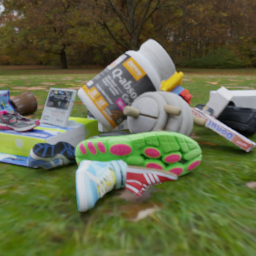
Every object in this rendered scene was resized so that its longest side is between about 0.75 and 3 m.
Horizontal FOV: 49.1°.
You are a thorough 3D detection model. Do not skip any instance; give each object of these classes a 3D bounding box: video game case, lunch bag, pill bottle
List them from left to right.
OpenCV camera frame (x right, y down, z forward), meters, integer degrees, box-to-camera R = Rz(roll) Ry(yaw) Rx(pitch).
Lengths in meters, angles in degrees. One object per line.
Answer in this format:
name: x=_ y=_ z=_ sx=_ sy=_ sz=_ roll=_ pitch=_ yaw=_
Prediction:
lunch bag: x=-6.439 y=-0.628 z=11.623 sx=2.600 sy=1.223 sz=1.957 roll=-10 pitch=14 yaw=9
video game case: x=-2.072 y=-0.619 z=8.286 sx=1.189 sy=1.081 sz=0.139 roll=10 pitch=-7 yaw=41
pill bottle: x=-0.026 y=-1.331 z=8.700 sx=2.808 sy=1.634 sz=1.634 roll=-39 pitch=19 yaw=-1

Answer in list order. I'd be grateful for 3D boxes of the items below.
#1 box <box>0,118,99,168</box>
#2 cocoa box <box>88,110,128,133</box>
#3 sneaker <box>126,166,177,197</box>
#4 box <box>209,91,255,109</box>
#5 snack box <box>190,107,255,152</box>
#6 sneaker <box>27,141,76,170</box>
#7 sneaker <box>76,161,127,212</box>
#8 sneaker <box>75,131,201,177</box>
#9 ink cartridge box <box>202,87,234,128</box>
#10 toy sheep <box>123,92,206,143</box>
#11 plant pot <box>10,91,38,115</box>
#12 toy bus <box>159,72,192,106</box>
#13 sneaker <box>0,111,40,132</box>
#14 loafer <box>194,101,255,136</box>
box: x=-2.385 y=0.274 z=8.333 sx=1.820 sy=0.711 sz=2.985 roll=5 pitch=14 yaw=23
cocoa box: x=-0.323 y=-0.796 z=10.996 sx=2.230 sy=1.463 sz=1.487 roll=-7 pitch=16 yaw=-27
sneaker: x=0.418 y=1.047 z=5.279 sx=0.966 sy=0.543 sz=0.344 roll=8 pitch=-3 yaw=2
box: x=4.929 y=-0.882 z=11.817 sx=2.532 sy=1.234 sz=1.575 roll=-3 pitch=14 yaw=-9
snack box: x=2.732 y=0.017 z=8.323 sx=2.090 sy=0.254 sz=0.751 roll=37 pitch=17 yaw=27
sneaker: x=-1.801 y=0.690 z=6.846 sx=1.467 sy=0.565 sz=0.555 roll=11 pitch=38 yaw=-50
sneaker: x=-0.423 y=1.025 z=5.396 sx=1.092 sy=0.666 sz=1.673 roll=-2 pitch=15 yaw=-3
sneaker: x=0.251 y=0.469 z=6.687 sx=2.944 sy=1.130 sz=1.233 roll=3 pitch=18 yaw=6
ink cartridge box: x=2.889 y=-0.582 z=9.625 sx=0.517 sy=1.537 sz=0.900 roll=40 pitch=33 yaw=14
toy sheep: x=0.929 y=-0.178 z=7.848 sx=1.891 sy=1.891 sz=2.743 roll=15 pitch=-6 yaw=45
plant pot: x=-5.055 y=-1.067 z=13.172 sx=1.101 sy=1.101 sz=1.090 roll=9 pitch=25 yaw=31
toy bus: x=1.500 y=-1.477 z=12.668 sx=2.684 sy=2.796 sz=1.897 roll=36 pitch=61 yaw=20
sneaker: x=-3.017 y=-0.188 z=7.664 sx=1.325 sy=0.495 sz=0.534 roll=4 pitch=15 yaw=19
loafer: x=3.642 y=-0.525 z=10.460 sx=0.975 sy=1.008 sz=2.871 roll=29 pitch=-2 yaw=-33
